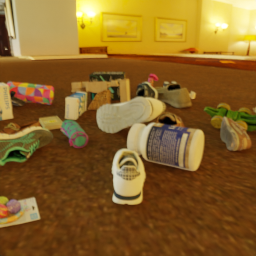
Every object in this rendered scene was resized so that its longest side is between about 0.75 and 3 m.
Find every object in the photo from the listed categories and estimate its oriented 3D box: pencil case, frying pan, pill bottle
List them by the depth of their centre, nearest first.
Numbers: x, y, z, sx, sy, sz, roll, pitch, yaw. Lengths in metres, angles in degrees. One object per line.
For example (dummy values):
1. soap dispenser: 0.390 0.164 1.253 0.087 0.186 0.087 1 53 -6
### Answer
1. pill bottle: 1.006 0.456 7.638 1.895 1.096 1.096 10 21 25
2. pencil case: -1.803 0.183 9.249 0.627 0.577 1.357 -18 25 -21
3. frying pan: -5.322 -1.338 13.106 2.557 0.416 1.547 12 -9 42
4. pencil case: -4.872 -1.712 13.867 2.321 1.026 1.026 7 19 -2

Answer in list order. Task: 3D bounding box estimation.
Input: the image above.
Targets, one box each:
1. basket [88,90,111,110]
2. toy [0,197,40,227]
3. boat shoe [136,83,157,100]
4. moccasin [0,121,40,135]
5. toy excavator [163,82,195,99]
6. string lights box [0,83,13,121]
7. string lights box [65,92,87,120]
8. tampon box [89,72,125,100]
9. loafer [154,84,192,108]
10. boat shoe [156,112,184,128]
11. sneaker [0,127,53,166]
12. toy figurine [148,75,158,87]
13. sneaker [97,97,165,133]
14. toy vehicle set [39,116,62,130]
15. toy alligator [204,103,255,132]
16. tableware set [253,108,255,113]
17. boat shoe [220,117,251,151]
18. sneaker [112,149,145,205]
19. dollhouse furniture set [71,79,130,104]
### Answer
1. basket: -1.369 -1.395 13.389 0.941 0.902 1.264 3 19 5
2. toy: -2.542 1.599 5.457 1.455 0.343 0.838 -8 21 -23
3. boat shoe: 0.827 -1.959 15.116 0.806 0.856 2.384 -2 21 -15
4. moccasin: -3.769 0.086 9.427 1.670 0.644 0.611 -11 22 -30
5. toy excavator: 2.797 -1.983 15.677 1.457 0.749 1.499 -7 33 -19
6. string lights box: -6.127 -0.864 10.982 2.789 1.433 0.822 -15 24 -37
7. string lights box: -2.250 -0.994 12.143 0.499 0.870 1.692 7 18 4
8. tampon box: -1.077 -2.293 15.263 1.847 1.384 1.166 1 19 3
9. loafer: 2.228 -1.796 14.394 1.134 1.006 2.983 -10 21 -27
10. boat shoe: 1.406 -0.053 9.410 0.965 0.915 2.547 6 20 17
11. sneaker: -3.024 0.591 8.084 2.099 0.814 0.957 -16 47 -46
12. toy figurine: 1.334 -2.564 16.440 0.916 1.123 1.220 16 23 33
13. sneaker: 0.004 -0.457 10.052 2.782 1.063 1.120 -7 5 41
14. toy vehicle set: -3.028 -0.198 11.025 0.726 0.155 1.169 -9 21 -25
15. toy alligator: 4.200 -0.167 10.172 2.937 0.706 0.974 17 50 25
16. tableware set: 5.257 -0.252 10.049 1.710 0.198 1.428 -13 60 -39
17. boat shoe: 3.478 0.209 9.136 0.675 0.712 1.881 5 28 3
18. sneaker: 0.019 0.888 6.702 0.858 0.904 2.246 -3 17 -4
19. dollhouse furniture set: -1.432 -1.624 13.532 2.819 1.248 1.461 -1 11 11
